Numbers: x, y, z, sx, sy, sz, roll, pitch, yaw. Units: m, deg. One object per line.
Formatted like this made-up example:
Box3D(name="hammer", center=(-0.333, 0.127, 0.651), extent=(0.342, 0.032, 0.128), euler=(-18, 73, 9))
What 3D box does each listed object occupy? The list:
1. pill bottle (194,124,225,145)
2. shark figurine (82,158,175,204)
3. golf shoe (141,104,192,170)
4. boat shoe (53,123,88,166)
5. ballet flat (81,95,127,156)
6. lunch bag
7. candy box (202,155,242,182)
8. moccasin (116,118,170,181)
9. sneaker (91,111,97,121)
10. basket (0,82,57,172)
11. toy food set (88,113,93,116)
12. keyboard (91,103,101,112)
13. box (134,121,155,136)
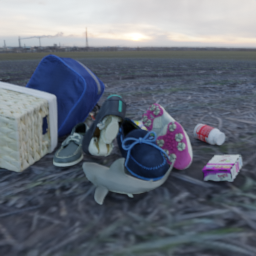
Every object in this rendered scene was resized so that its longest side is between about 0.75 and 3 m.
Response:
Box3D(name="pill bottle", center=(2.872, 0.250, 9.912), extent=(0.569, 0.569, 1.014), euler=(-12, 22, -32))
Box3D(name="shark figurine", center=(0.025, 1.091, 6.536), extent=(2.270, 0.947, 1.356), euler=(6, 23, -4))
Box3D(name="golf shoe", center=(1.424, 0.300, 8.839), extent=(1.292, 1.064, 2.824), euler=(32, 22, -34))
Box3D(name="boat shoe", center=(-1.769, 0.476, 8.912), extent=(0.880, 0.746, 2.416), euler=(3, 18, 8))
Box3D(name="ballet flat", center=(-0.695, 0.222, 7.668), extent=(0.907, 2.483, 0.907), euler=(17, 42, -16))
Box3D(name="lunch bag", center=(-2.353, -0.948, 9.980), extent=(1.983, 2.919, 1.931), euler=(43, 16, 11))
Box3D(name="candy box", center=(2.545, 1.067, 7.521), extent=(0.756, 0.338, 1.109), euler=(-5, 13, 37))
Box3D(name="moccasin", center=(0.193, 0.510, 8.202), extent=(1.188, 1.007, 2.952), euler=(-17, 25, -19))
Box3D(name="sneaker", center=(-0.946, -0.346, 11.447), extent=(1.083, 0.444, 0.417), euler=(22, 43, -12))
Box3D(name="basket", center=(-3.832, -0.128, 8.374), extent=(2.894, 1.962, 1.785), euler=(13, 26, 12))
Box3D(name="toy food set", center=(-2.744, -0.616, 12.514), extent=(1.976, 0.575, 2.863), euler=(15, 23, 38))
Box3D(name="keyboard", center=(-2.037, -1.223, 14.326), extent=(1.410, 0.229, 2.220), euler=(15, 16, -29))
Box3D(name="box", center=(0.558, -0.007, 10.966), extent=(0.653, 0.269, 1.114), euler=(-6, 24, -27))
